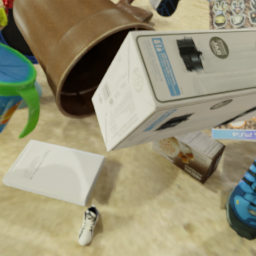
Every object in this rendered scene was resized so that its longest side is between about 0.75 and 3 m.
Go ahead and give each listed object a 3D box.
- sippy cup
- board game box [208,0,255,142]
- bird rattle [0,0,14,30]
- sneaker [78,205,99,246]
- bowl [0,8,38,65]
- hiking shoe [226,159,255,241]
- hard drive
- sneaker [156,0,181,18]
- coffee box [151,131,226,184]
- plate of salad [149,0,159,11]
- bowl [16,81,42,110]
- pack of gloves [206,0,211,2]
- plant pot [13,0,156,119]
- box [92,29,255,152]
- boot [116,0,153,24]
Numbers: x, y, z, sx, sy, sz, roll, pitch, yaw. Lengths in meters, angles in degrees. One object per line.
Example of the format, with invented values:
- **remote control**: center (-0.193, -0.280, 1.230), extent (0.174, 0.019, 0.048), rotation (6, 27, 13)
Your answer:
- **sippy cup**: center (-2.761, -0.649, 5.289), extent (1.661, 1.550, 2.115), rotation (5, 39, -43)
- **board game box**: center (2.393, -1.322, 5.606), extent (1.246, 2.573, 2.051), rotation (2, 27, 23)
- **bird rattle**: center (-3.091, -2.748, 6.763), extent (0.513, 0.743, 0.911), rotation (15, 44, -18)
- **sneaker**: center (-0.837, 1.990, 5.874), extent (0.328, 0.534, 0.821), rotation (16, 47, 17)
- **bowl**: center (-2.819, -2.753, 8.076), extent (1.910, 1.910, 0.375), rotation (-11, 44, -11)
- **hiking shoe**: center (2.946, 1.201, 6.232), extent (0.981, 1.143, 2.637), rotation (24, 50, 23)
- **hard drive**: center (-1.800, 1.060, 6.995), extent (2.111, 0.282, 1.393), rotation (11, 46, 12)
- **sneaker**: center (1.524, -4.344, 8.564), extent (0.799, 2.112, 0.813), rotation (23, 67, -20)
- **coffee box**: center (1.463, 0.501, 7.093), extent (1.671, 0.955, 0.666), rotation (34, 53, 28)
- **plate of salad**: center (1.035, -4.720, 10.510), extent (0.183, 0.761, 0.761), rotation (-4, 30, 50)
- **bowl**: center (-3.648, -1.385, 9.105), extent (1.543, 0.807, 1.543), rotation (1, 44, -1)
- **pack of gloves**: center (2.574, -3.412, 6.741), extent (2.196, 0.433, 1.845), rotation (23, 13, 23)
- **plant pot**: center (-1.108, -2.038, 6.426), extent (2.649, 2.649, 2.623), rotation (-28, 68, -26)
- **box**: center (0.990, -0.485, 3.514), extent (2.540, 1.482, 0.764), rotation (-11, 75, -26)
- **boot**: center (0.459, -5.762, 13.550), extent (2.371, 0.761, 2.210), rotation (29, 64, 30)
